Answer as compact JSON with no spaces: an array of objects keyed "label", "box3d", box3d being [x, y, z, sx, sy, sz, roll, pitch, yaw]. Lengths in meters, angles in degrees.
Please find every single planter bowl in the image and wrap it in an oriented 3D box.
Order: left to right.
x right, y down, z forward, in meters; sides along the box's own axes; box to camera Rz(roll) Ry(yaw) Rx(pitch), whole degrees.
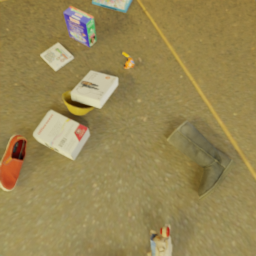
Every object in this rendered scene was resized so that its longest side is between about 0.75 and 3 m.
[{"label":"planter bowl","box3d":[-1.873,-0.864,10.647,1.336,0.556,1.336,13,34,-9]}]

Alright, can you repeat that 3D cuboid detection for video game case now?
[{"label":"video game case","box3d":[-3.038,-3.043,11.966,0.981,0.128,1.078,-41,72,-16]},{"label":"video game case","box3d":[-0.707,-6.160,13.333,1.699,0.151,1.216,19,67,8]}]

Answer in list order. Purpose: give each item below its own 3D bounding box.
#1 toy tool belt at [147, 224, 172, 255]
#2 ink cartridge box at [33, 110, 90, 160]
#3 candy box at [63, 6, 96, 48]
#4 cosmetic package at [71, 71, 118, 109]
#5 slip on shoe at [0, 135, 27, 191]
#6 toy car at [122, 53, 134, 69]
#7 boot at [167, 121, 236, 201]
[{"label":"toy tool belt","box3d":[0.885,3.482,8.431,0.756,1.230,0.768,1,21,19]},{"label":"ink cartridge box","box3d":[-2.401,0.251,10.203,1.619,0.671,1.180,26,69,11]},{"label":"candy box","box3d":[-1.996,-4.236,11.803,1.170,1.384,0.533,31,70,13]},{"label":"cosmetic package","box3d":[-1.261,-1.512,10.777,1.217,0.417,1.615,18,47,13]},{"label":"slip on shoe","box3d":[-3.923,1.188,9.591,0.597,0.723,1.952,1,75,46]},{"label":"toy car","box3d":[-0.027,-2.621,11.222,0.342,1.026,0.503,38,99,16]},{"label":"boot","box3d":[2.321,1.064,9.762,2.328,0.845,2.117,42,58,9]}]
